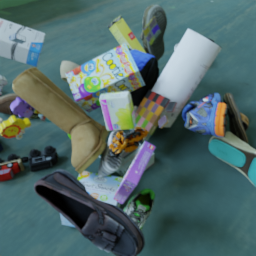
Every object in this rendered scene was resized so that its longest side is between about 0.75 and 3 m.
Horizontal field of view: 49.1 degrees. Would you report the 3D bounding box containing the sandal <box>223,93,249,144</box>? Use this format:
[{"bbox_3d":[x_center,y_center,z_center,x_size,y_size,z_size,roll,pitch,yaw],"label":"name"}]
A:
[{"bbox_3d":[3.355,-0.256,8.515,0.472,0.706,1.728,-15,84,-5],"label":"sandal"}]

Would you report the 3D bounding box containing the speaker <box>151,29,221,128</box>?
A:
[{"bbox_3d":[1.612,-1.507,8.827,1.206,2.970,1.206,26,21,-11],"label":"speaker"}]

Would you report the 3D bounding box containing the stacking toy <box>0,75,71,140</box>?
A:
[{"bbox_3d":[-2.689,-0.454,8.326,2.775,0.652,2.092,12,33,-51],"label":"stacking toy"}]

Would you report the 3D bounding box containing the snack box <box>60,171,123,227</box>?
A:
[{"bbox_3d":[-0.816,1.767,6.863,1.216,0.488,1.442,7,33,9],"label":"snack box"}]

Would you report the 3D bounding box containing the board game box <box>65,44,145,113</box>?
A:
[{"bbox_3d":[-0.658,-1.437,8.347,1.973,1.035,1.016,-26,70,6],"label":"board game box"}]

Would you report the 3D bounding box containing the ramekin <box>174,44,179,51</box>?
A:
[{"bbox_3d":[2.805,-3.412,13.034,1.386,0.646,1.386,0,40,0],"label":"ramekin"}]

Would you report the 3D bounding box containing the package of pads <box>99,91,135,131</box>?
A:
[{"bbox_3d":[-0.225,-0.386,6.632,0.722,0.934,0.319,-5,32,13],"label":"package of pads"}]

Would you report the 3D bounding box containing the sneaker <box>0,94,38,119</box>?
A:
[{"bbox_3d":[-3.601,-0.711,9.730,2.117,0.746,0.800,-7,45,-7],"label":"sneaker"}]

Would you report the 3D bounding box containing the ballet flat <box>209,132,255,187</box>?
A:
[{"bbox_3d":[3.467,0.943,7.691,0.944,0.944,2.718,-23,45,-25],"label":"ballet flat"}]

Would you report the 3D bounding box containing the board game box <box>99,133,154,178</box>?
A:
[{"bbox_3d":[-0.070,0.803,8.118,1.003,0.437,1.359,-33,50,-30],"label":"board game box"}]

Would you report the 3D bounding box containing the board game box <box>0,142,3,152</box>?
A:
[{"bbox_3d":[-5.097,0.760,8.226,1.503,0.384,2.218,30,49,31],"label":"board game box"}]

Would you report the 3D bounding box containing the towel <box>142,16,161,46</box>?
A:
[{"bbox_3d":[0.791,-3.184,9.223,0.098,0.863,0.620,37,86,28],"label":"towel"}]

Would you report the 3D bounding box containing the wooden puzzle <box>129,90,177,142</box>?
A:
[{"bbox_3d":[0.585,-0.366,8.186,0.163,1.377,2.321,29,6,-25],"label":"wooden puzzle"}]

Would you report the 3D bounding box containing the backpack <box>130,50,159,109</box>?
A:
[{"bbox_3d":[0.106,-1.770,9.757,1.607,1.557,1.916,30,73,22],"label":"backpack"}]

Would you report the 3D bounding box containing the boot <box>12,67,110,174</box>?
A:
[{"bbox_3d":[-1.875,-0.268,7.336,2.803,0.927,2.454,41,13,-11],"label":"boot"}]

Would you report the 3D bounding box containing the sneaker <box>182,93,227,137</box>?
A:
[{"bbox_3d":[2.176,-0.477,8.274,1.132,1.087,2.885,4,10,10],"label":"sneaker"}]

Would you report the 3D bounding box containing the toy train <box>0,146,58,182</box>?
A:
[{"bbox_3d":[-3.404,1.148,7.722,2.952,0.504,0.676,-13,54,-16],"label":"toy train"}]

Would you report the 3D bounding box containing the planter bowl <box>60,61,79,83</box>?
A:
[{"bbox_3d":[-1.983,-1.859,9.629,0.813,0.813,0.547,14,78,16],"label":"planter bowl"}]

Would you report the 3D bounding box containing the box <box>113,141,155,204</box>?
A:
[{"bbox_3d":[0.097,0.917,5.517,0.248,1.269,0.868,29,58,3],"label":"box"}]

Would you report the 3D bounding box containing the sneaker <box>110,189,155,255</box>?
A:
[{"bbox_3d":[0.064,1.879,5.803,0.637,0.696,1.634,29,44,4],"label":"sneaker"}]

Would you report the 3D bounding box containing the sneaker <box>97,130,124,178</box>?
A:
[{"bbox_3d":[-0.469,0.660,7.579,0.633,0.694,1.694,41,31,-8],"label":"sneaker"}]

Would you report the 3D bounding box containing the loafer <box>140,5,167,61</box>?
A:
[{"bbox_3d":[0.811,-3.545,10.601,1.000,2.660,0.927,-41,68,-15],"label":"loafer"}]

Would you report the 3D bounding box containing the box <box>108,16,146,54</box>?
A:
[{"bbox_3d":[-0.015,-3.273,10.580,0.442,1.764,0.664,-41,15,-18],"label":"box"}]

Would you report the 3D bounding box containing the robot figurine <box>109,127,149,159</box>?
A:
[{"bbox_3d":[-0.005,0.328,7.038,0.365,0.908,1.253,44,25,21],"label":"robot figurine"}]

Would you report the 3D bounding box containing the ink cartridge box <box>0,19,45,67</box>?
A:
[{"bbox_3d":[-4.121,-3.170,10.420,1.749,0.751,1.281,15,48,-21],"label":"ink cartridge box"}]

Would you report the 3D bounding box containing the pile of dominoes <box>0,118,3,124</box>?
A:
[{"bbox_3d":[-3.971,0.116,7.778,1.206,0.192,0.940,5,72,43],"label":"pile of dominoes"}]

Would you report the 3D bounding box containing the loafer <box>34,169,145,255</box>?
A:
[{"bbox_3d":[-0.614,1.276,4.008,1.803,0.648,0.568,33,16,19],"label":"loafer"}]
